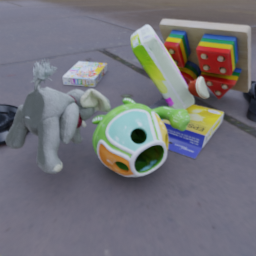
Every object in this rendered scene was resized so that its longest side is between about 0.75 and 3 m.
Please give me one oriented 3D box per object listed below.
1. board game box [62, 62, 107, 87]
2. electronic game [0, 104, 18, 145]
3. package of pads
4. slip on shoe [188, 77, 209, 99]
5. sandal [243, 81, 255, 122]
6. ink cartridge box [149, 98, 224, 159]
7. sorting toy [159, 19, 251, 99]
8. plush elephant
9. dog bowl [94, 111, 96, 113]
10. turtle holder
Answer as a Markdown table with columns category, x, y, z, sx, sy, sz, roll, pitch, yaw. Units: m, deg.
| category | x | y | z | sx | sy | sz | roll | pitch | yaw |
| --- | --- | --- | --- | --- | --- | --- | --- | --- | --- |
| board game box | -1.788 | -2.326 | 11.954 | 1.338 | 0.341 | 1.990 | 5 | 32 | 8 |
| electronic game | -3.911 | -0.114 | 8.232 | 2.056 | 0.428 | 2.056 | 4 | 34 | -2 |
| package of pads | 0.971 | -1.769 | 8.177 | 0.784 | 2.300 | 1.777 | -31 | 27 | 15 |
| slip on shoe | 1.705 | -0.961 | 6.894 | 0.446 | 0.540 | 1.459 | -17 | 9 | 15 |
| sandal | 4.610 | -1.066 | 9.647 | 1.053 | 0.593 | 2.771 | 8 | 32 | 13 |
| ink cartridge box | 1.428 | -0.145 | 8.273 | 2.122 | 0.505 | 2.147 | 19 | 34 | 28 |
| sorting toy | 2.458 | -2.069 | 9.256 | 2.787 | 2.770 | 0.970 | 18 | 69 | 31 |
| plush elephant | -1.505 | -0.278 | 6.485 | 1.860 | 2.259 | 1.749 | 14 | 5 | 38 |
| dog bowl | -1.528 | -0.815 | 9.430 | 1.011 | 0.398 | 1.011 | 0 | 31 | 0 |
| turtle holder | 0.309 | 0.299 | 6.468 | 2.097 | 1.594 | 1.489 | -6 | 29 | -28 |
